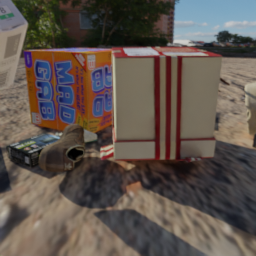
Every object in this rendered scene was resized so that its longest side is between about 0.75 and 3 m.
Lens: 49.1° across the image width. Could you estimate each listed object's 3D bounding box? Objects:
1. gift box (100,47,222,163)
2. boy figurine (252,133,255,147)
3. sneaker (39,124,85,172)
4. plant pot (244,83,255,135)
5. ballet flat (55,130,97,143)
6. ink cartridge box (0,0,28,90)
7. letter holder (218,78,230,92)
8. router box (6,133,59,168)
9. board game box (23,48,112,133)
[{"bbox_3d":[0.653,-0.510,6.943,2.675,2.707,2.899,0,22,1],"label":"gift box"},{"bbox_3d":[4.270,0.405,7.796,1.418,0.457,0.881,11,21,28],"label":"boy figurine"},{"bbox_3d":[-1.347,0.519,6.817,0.782,0.729,2.071,12,24,9],"label":"sneaker"},{"bbox_3d":[4.799,-0.635,8.537,2.234,2.441,2.441,-5,15,24],"label":"plant pot"},{"bbox_3d":[-1.530,0.246,8.297,1.372,0.492,0.492,-10,20,-30],"label":"ballet flat"},{"bbox_3d":[-3.508,-2.588,6.203,0.743,2.967,2.388,-37,-1,-36],"label":"ink cartridge box"},{"bbox_3d":[2.495,-1.642,9.451,1.521,0.765,1.081,30,14,-18],"label":"letter holder"},{"bbox_3d":[-2.378,0.556,7.409,0.944,0.391,1.260,12,21,33],"label":"router box"},{"bbox_3d":[-1.752,-1.496,10.151,2.592,2.594,2.592,9,20,27],"label":"board game box"}]
